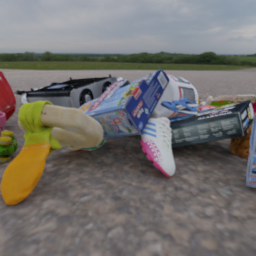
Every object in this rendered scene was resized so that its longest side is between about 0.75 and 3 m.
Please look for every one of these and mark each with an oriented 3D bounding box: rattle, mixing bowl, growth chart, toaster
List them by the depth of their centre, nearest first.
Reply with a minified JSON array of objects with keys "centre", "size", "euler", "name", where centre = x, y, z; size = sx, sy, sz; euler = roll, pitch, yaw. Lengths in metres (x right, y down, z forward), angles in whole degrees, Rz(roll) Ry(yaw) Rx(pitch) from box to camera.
[{"centre":[-1.466,0.764,6.594],"size":[1.952,2.142,2.998],"euler":[-7,-21,-2],"name":"rattle"},{"centre":[-1.920,-0.825,9.562],"size":[2.634,1.563,2.382],"euler":[3,21,34],"name":"toaster"},{"centre":[-4.755,-0.729,9.667],"size":[1.239,2.288,2.288],"euler":[44,15,-6],"name":"mixing bowl"},{"centre":[4.429,-1.022,11.617],"size":[2.555,0.227,1.849],"euler":[0,-13,16],"name":"growth chart"}]

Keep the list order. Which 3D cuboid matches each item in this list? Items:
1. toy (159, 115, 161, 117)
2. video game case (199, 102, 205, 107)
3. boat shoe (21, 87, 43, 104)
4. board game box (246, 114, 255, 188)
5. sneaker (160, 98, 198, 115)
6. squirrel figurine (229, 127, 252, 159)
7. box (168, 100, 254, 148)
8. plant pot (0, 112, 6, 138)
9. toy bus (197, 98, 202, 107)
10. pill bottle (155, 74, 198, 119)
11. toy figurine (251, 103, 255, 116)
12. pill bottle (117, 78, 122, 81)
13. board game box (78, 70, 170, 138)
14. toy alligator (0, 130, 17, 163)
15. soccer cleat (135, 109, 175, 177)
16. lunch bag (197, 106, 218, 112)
[{"centre":[0.504,-0.035,9.461],"size":[1.253,0.296,0.722],"euler":[-20,-15,-26],"name":"toy"},{"centre":[4.950,-1.073,13.910],"size":[2.511,0.226,1.798],"euler":[-2,15,-9],"name":"video game case"},{"centre":[-4.463,-1.632,14.551],"size":[2.972,0.971,1.093],"euler":[9,17,31],"name":"boat shoe"},{"centre":[2.704,0.472,5.726],"size":[0.437,1.418,1.418],"euler":[8,1,22],"name":"board game box"},{"centre":[1.424,-0.641,7.712],"size":[1.059,0.436,0.392],"euler":[10,11,-4],"name":"sneaker"},{"centre":[3.073,0.344,7.375],"size":[0.832,0.777,0.589],"euler":[12,19,39],"name":"squirrel figurine"},{"centre":[1.965,-0.067,7.808],"size":[2.651,0.610,2.107],"euler":[-12,6,32],"name":"box"},{"centre":[-3.893,0.156,7.624],"size":[1.132,1.013,1.132],"euler":[0,15,0],"name":"plant pot"},{"centre":[3.109,-1.173,13.712],"size":[1.306,0.511,0.425],"euler":[-13,18,-42],"name":"toy bus"},{"centre":[1.682,-1.202,11.140],"size":[1.718,1.718,2.966],"euler":[9,8,30],"name":"pill bottle"},{"centre":[5.095,-0.520,10.817],"size":[1.583,1.188,1.457],"euler":[-41,19,-30],"name":"toy figurine"},{"centre":[-1.545,-1.498,12.783],"size":[2.765,1.510,1.510],"euler":[-2,15,-2],"name":"pill bottle"},{"centre":[-0.431,-0.584,7.634],"size":[2.561,0.790,2.562],"euler":[-16,27,35],"name":"board game box"},{"centre":[-3.143,0.382,7.405],"size":[0.435,0.600,1.809],"euler":[5,16,-20],"name":"toy alligator"},{"centre":[0.710,0.228,6.578],"size":[0.708,0.875,2.027],"euler":[41,13,-37],"name":"soccer cleat"},{"centre":[3.438,-0.477,10.855],"size":[1.433,0.587,1.262],"euler":[0,15,-6],"name":"lunch bag"}]
